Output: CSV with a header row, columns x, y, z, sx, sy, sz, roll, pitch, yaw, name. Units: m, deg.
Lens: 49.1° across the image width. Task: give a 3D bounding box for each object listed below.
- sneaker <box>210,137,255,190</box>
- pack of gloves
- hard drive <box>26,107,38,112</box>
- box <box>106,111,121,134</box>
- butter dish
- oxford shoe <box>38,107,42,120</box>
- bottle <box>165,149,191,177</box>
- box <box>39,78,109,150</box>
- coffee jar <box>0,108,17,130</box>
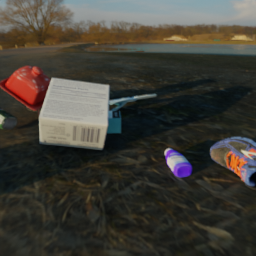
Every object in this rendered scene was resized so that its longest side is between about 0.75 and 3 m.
x,y,z,sx,sy,sz,roll,pitch,yaw,name
3.001,0.928,6.802,0.991,0.952,2.527,-19,24,-32,sneaker
-0.327,-1.144,13.572,2.693,0.531,2.262,-12,7,-26,pack of gloves
-4.259,-0.966,13.148,0.931,0.176,0.650,14,29,35,hard drive
-1.493,-0.203,10.425,2.426,0.596,0.998,-1,19,-3,box
-3.842,-1.858,11.253,1.809,1.341,1.814,36,31,-4,butter dish
-3.455,-0.656,11.814,0.586,0.552,1.567,0,19,-8,oxford shoe
1.300,0.909,7.586,0.488,0.381,1.168,-4,20,-9,bottle
-1.658,-0.481,9.002,1.971,1.125,2.144,7,41,-8,box
-4.877,-0.440,10.515,1.330,0.568,0.694,29,8,22,coffee jar
